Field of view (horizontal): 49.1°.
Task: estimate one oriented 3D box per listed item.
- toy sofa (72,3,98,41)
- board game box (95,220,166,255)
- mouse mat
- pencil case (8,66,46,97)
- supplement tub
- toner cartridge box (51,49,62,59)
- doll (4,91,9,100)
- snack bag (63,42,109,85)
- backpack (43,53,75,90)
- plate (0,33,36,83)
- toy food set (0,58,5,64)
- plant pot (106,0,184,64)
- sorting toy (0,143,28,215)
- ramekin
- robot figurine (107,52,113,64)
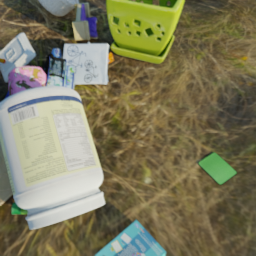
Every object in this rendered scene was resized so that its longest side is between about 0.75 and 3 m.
[{"bbox_3d":[-1.972,-4.945,12.941,1.042,0.884,2.135,-4,45,-2],"label":"toy sofa"},{"bbox_3d":[0.028,2.970,6.465,1.353,0.317,1.021,-33,57,-25],"label":"board game box"},{"bbox_3d":[2.619,1.180,8.229,0.754,0.035,0.938,-27,55,-22],"label":"mouse mat"},{"bbox_3d":[-2.900,-0.558,8.335,1.118,1.070,2.585,0,74,-46],"label":"pencil case"},{"bbox_3d":[-1.799,0.686,6.665,2.080,2.080,2.869,-16,80,-13],"label":"supplement tub"},{"bbox_3d":[-2.879,-2.436,10.972,0.301,0.662,1.393,2,49,1],"label":"toner cartridge box"},{"bbox_3d":[-3.582,-0.471,9.236,1.884,0.669,2.761,-7,49,-1],"label":"doll"},{"bbox_3d":[-1.640,-2.472,10.767,1.855,0.199,1.749,0,76,6],"label":"snack bag"},{"bbox_3d":[-2.422,-1.503,9.591,1.117,1.391,1.520,11,76,-18],"label":"backpack"},{"bbox_3d":[-4.261,-2.663,10.371,1.555,0.252,1.558,-39,58,8],"label":"plate"},{"bbox_3d":[-5.140,-1.875,10.174,0.803,1.681,0.757,26,12,30],"label":"toy food set"},{"bbox_3d":[0.693,-4.176,11.205,2.602,2.373,2.615,15,45,10],"label":"plant pot"},{"bbox_3d":[-3.389,1.634,7.337,1.549,0.308,2.096,-40,72,-1],"label":"sorting toy"},{"bbox_3d":[-3.561,-6.481,13.639,1.101,2.099,2.099,-34,44,24],"label":"ramekin"},{"bbox_3d":[-1.437,-2.734,11.350,1.543,0.449,1.118,-26,46,-20],"label":"robot figurine"}]
